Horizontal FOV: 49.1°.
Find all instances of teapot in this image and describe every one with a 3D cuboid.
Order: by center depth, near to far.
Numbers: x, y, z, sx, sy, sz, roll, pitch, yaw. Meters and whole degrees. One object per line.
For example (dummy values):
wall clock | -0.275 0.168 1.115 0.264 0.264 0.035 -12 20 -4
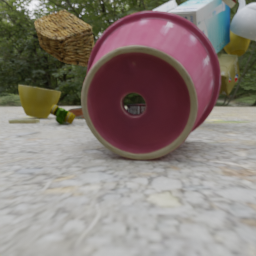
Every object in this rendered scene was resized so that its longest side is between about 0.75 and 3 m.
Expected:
teapot | 3.956 -3.315 8.579 1.470 1.074 1.451 21 31 10

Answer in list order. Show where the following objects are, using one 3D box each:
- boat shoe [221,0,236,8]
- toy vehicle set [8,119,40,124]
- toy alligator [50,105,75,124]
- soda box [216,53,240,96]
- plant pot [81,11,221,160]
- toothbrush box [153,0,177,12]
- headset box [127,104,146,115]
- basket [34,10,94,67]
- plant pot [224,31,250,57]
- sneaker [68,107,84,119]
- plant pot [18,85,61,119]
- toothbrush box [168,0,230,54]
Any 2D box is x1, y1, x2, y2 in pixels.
boat shoe | 1.506 -3.316 5.446 0.858 2.410 0.754 1 -42 -44
toy vehicle set | -4.182 -0.264 11.316 1.051 0.139 0.653 0 6 -4
toy alligator | -2.515 -0.408 10.940 0.790 0.573 2.383 26 -4 -1
soda box | 2.296 -2.064 9.932 2.970 1.006 0.951 19 -26 37
plant pot | 0.351 -0.691 4.965 2.629 2.629 2.353 1 21 11
toothbrush box | 1.516 -3.439 11.367 1.899 2.594 1.107 -18 34 23
headset box | 1.157 -0.628 11.765 1.502 0.780 2.019 -5 6 -45
basket | -2.556 -3.318 11.237 1.738 1.814 2.435 -31 51 -21
plant pot | 3.796 -2.945 9.830 1.037 0.736 1.037 -1 -15 0
sneaker | -1.994 -0.794 13.845 1.965 0.701 0.785 1 10 23
plant pot | -4.559 -1.279 14.228 2.068 1.468 2.068 9 3 -1
toothbrush box | 2.273 -3.077 8.680 0.962 1.651 2.255 14 42 37
